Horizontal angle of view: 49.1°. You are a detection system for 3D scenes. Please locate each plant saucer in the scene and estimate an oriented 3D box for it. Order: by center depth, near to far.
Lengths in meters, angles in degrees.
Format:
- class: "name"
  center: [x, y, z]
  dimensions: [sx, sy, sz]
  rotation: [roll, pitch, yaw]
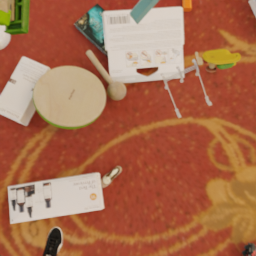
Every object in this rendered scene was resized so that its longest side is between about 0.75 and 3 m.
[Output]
- class: "plant saucer"
  center: [0.600, -3.334, 7.149]
  dimensions: [1.433, 0.136, 0.501]
  rotation: [-43, 53, 19]

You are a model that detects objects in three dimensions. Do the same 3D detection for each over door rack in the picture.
- class: "over door rack"
  center: [1.603, -1.101, 7.867]
  dimensions: [1.027, 0.463, 1.390]
  rotation: [-23, 112, 9]

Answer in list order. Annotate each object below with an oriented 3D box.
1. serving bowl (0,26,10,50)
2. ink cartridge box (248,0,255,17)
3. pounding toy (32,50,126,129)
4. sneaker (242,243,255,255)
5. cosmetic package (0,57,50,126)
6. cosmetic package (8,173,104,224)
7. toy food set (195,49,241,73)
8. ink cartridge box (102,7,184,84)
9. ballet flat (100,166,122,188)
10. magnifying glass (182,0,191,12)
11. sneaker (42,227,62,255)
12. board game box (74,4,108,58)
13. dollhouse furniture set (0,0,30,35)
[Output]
- class: "serving bowl"
  center: [-4.876, -3.366, 10.138]
  dimensions: [1.099, 0.361, 1.099]
  rotation: [0, 80, 0]
- class: "ink cartridge box"
  center: [5.782, -4.491, 10.054]
  dimensions: [2.211, 0.947, 1.632]
  rotation: [-19, 79, -2]
- class: "pounding toy"
  center: [-1.701, -0.934, 9.341]
  dimensions: [2.216, 1.332, 2.871]
  rotation: [45, 62, 10]
- class: "sneaker"
  center: [3.916, 4.373, 8.503]
  dimensions: [0.822, 0.595, 1.683]
  rotation: [2, 81, 1]
- class: "cosmetic package"
  center: [-3.516, -1.233, 9.520]
  dimensions: [1.053, 0.767, 2.071]
  rotation: [23, 79, 5]
- class: "cosmetic package"
  center: [-2.250, 2.199, 8.818]
  dimensions: [2.816, 0.713, 1.162]
  rotation: [-10, 81, 1]
- class: "toy food set"
  center: [2.154, -1.601, 6.840]
  dimensions: [1.102, 0.360, 0.649]
  rotation: [-6, 43, -3]
- class: "ink cartridge box"
  center: [0.573, -2.856, 9.809]
  dimensions: [2.755, 0.600, 2.391]
  rotation: [-6, 104, -7]
- class: "ballet flat"
  center: [-0.595, 1.594, 9.189]
  dimensions: [0.317, 0.314, 0.933]
  rotation: [43, 82, 9]
- class: "magnifying glass"
  center: [2.195, -5.673, 10.658]
  dimensions: [1.052, 0.296, 2.644]
  rotation: [0, 77, 0]
- class: "sneaker"
  center: [-1.546, 2.485, 5.643]
  dimensions: [0.328, 0.501, 0.896]
  rotation: [14, 73, -6]
- class: "board game box"
  center: [-0.937, -3.557, 10.230]
  dimensions: [1.777, 0.250, 1.202]
  rotation: [44, 82, 8]
- class: "dollhouse furniture set"
  center: [-3.287, -2.625, 6.197]
  dimensions: [1.800, 1.179, 0.904]
  rotation: [2, 94, 20]
